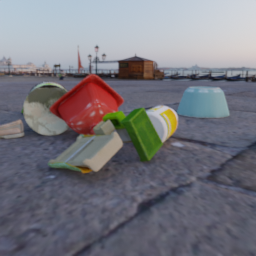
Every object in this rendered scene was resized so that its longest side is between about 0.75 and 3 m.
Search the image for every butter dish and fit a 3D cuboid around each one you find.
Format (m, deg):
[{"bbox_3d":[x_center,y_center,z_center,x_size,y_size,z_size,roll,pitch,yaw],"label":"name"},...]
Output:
[{"bbox_3d":[-1.186,-0.377,9.248,2.015,2.021,1.494,37,23,-50],"label":"butter dish"}]

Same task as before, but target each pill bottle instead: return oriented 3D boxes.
[{"bbox_3d":[0.982,-0.125,9.130,1.104,1.104,1.957,5,15,22],"label":"pill bottle"}]

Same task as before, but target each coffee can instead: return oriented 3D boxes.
[{"bbox_3d":[-3.049,-0.846,10.913,1.813,1.813,2.477,-4,13,-16],"label":"coffee can"}]

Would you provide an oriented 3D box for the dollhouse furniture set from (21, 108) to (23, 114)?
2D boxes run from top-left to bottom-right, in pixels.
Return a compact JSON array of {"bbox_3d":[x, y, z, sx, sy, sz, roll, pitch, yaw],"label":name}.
[{"bbox_3d":[-4.067,-0.820,14.205,2.394,0.924,1.196,18,3,-8],"label":"dollhouse furniture set"}]

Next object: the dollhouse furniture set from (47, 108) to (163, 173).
[{"bbox_3d":[-0.514,0.647,7.060,1.565,1.199,2.390,-7,27,44],"label":"dollhouse furniture set"}]

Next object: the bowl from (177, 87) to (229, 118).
[{"bbox_3d":[3.861,-1.394,14.429,2.661,1.392,2.661,0,11,0],"label":"bowl"}]

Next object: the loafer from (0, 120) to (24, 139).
[{"bbox_3d":[-4.555,0.071,9.488,1.914,0.602,0.688,-6,13,-24],"label":"loafer"}]
